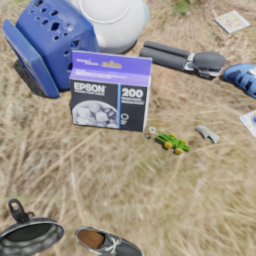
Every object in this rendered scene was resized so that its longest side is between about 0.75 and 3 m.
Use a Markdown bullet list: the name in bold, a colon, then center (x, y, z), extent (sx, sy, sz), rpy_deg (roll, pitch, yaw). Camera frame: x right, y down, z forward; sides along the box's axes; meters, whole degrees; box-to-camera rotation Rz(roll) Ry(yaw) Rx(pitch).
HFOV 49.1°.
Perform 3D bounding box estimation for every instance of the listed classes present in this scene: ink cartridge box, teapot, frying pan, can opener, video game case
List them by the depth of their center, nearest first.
- **frying pan**: center (-2.367, 2.187, 5.950), extent (1.542, 2.550, 0.415), rpy_deg (-27, 50, -1)
- **ink cartridge box**: center (-0.520, -0.981, 8.014), extent (2.226, 2.247, 0.488), rpy_deg (6, 38, 4)
- **teapot**: center (-0.730, -4.105, 9.574), extent (2.836, 2.098, 2.873), rpy_deg (-27, 80, -5)
- **can opener**: center (1.861, -2.542, 9.678), extent (2.955, 0.988, 0.788), rpy_deg (18, 60, 11)
- **video game case**: center (4.145, -4.235, 11.218), extent (1.046, 0.120, 0.952), rpy_deg (-24, 61, -14)

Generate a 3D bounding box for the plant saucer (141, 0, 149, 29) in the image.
- **plant saucer**: center (-0.621, -4.842, 11.337), extent (3.005, 0.578, 3.005), rpy_deg (0, 58, 0)

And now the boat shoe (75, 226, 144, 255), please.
- **boat shoe**: center (-0.459, 2.830, 6.661), extent (1.734, 0.586, 0.623), rpy_deg (20, 64, 9)

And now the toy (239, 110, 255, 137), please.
- **toy**: center (4.308, -0.335, 8.733), extent (1.365, 0.322, 0.786), rpy_deg (-21, 60, -12)

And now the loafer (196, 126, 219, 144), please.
- **loafer**: center (2.368, 0.201, 8.442), extent (0.755, 0.264, 0.263), rpy_deg (33, 57, 18)

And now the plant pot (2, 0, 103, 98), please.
- **plant pot**: center (-2.391, -2.528, 8.937), extent (2.134, 2.374, 2.373), rpy_deg (-36, 66, -14)

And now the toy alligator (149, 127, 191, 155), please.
- **toy alligator**: center (1.185, 0.377, 8.216), extent (1.356, 0.326, 0.450), rpy_deg (29, 57, 1)

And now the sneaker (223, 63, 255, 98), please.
- **sneaker**: center (4.131, -1.512, 9.214), extent (2.025, 0.749, 0.833), rpy_deg (17, 62, 11)
